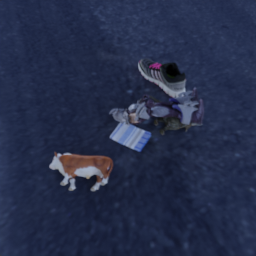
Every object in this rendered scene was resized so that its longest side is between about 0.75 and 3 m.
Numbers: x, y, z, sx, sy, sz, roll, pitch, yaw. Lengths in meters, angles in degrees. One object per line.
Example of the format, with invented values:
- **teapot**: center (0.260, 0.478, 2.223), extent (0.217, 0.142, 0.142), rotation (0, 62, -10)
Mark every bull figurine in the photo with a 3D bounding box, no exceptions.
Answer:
- **bull figurine**: center (-1.424, 1.236, 8.275), extent (1.928, 0.628, 1.171), rotation (-2, 51, 0)

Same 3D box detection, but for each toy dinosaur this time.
- **toy dinosaur**: center (1.422, -0.393, 9.712), extent (1.068, 0.803, 2.087), rotation (-20, 46, -32)

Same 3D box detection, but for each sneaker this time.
- **sneaker**: center (1.361, -2.203, 10.859), extent (0.885, 1.049, 2.399), rotation (-26, 55, -30)

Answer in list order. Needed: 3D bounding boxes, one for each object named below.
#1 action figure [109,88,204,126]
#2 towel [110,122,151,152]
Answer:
- **action figure**: center (0.857, -0.604, 9.138), extent (2.966, 1.029, 1.930), rotation (-6, 20, 0)
- **towel**: center (0.077, 0.262, 9.421), extent (1.190, 0.142, 0.874), rotation (24, 54, 19)
